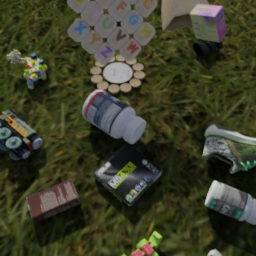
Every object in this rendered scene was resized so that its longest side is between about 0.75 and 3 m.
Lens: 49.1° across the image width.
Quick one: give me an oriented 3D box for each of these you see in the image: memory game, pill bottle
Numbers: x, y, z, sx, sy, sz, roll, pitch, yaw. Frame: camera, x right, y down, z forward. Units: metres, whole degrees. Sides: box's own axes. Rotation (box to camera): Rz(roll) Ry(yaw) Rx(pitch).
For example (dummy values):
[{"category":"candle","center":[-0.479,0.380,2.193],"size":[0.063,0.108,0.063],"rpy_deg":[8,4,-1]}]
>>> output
[{"category":"memory game","center":[-0.434,-2.257,11.623],"size":[2.300,0.147,2.300],"rpy_deg":[0,54,0]},{"category":"pill bottle","center":[-0.453,-0.340,9.621],"size":[2.020,1.208,1.208],"rpy_deg":[33,61,19]},{"category":"pill bottle","center":[3.040,2.170,8.090],"size":[1.432,0.810,0.810],"rpy_deg":[21,57,15]}]

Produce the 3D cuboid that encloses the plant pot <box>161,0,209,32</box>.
[{"category":"plant pot","center":[1.812,-4.178,9.502],"size":[1.309,1.310,1.160],"rpy_deg":[-15,90,-9]}]

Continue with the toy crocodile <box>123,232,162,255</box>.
[{"category":"toy crocodile","center":[0.220,3.443,7.358],"size":[1.745,0.539,0.589],"rpy_deg":[-33,61,-20]}]

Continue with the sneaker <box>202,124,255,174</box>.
[{"category":"sneaker","center":[3.704,0.985,8.935],"size":[2.930,1.127,1.298],"rpy_deg":[19,70,20]}]

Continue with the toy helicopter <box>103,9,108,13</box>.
[{"category":"toy helicopter","center":[-1.088,-6.354,14.267],"size":[1.468,0.875,2.219],"rpy_deg":[-14,45,1]}]

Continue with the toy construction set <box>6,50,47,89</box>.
[{"category":"toy construction set","center":[-4.033,-2.465,11.417],"size":[1.198,0.841,1.826],"rpy_deg":[-39,74,-23]}]

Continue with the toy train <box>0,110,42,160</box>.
[{"category":"toy train","center":[-3.872,0.210,9.501],"size":[2.051,0.874,1.169],"rpy_deg":[33,52,21]}]

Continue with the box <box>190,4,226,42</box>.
[{"category":"box","center":[2.264,-2.947,7.894],"size":[0.785,0.893,0.432],"rpy_deg":[26,72,38]}]

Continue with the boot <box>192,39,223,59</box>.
[{"category":"boot","center":[3.259,-3.853,12.456],"size":[1.220,0.614,1.632],"rpy_deg":[-27,60,-18]}]

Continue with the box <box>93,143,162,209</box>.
[{"category":"box","center":[-0.012,1.458,8.859],"size":[1.537,0.378,1.592],"rpy_deg":[39,63,21]}]

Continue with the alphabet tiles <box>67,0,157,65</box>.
[{"category":"alphabet tiles","center":[-0.517,-3.597,9.168],"size":[2.778,2.840,0.207],"rpy_deg":[-46,19,12]}]

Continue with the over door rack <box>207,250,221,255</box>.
[{"category":"over door rack","center":[2.259,4.263,6.532],"size":[2.259,0.752,1.669],"rpy_deg":[45,64,3]}]

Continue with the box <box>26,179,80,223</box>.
[{"category":"box","center":[-2.196,2.161,8.288],"size":[1.390,0.521,0.696],"rpy_deg":[-20,57,-15]}]
